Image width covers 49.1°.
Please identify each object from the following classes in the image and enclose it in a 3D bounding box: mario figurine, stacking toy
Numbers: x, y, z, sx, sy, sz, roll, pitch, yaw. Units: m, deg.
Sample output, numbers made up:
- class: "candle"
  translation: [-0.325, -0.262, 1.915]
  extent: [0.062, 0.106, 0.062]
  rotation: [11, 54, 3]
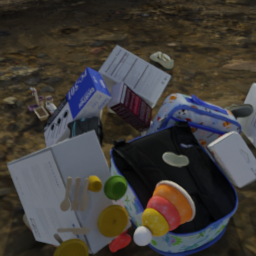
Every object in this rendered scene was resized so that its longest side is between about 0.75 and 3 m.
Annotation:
- class: "mario figurine"
  translation: [-0.573, 2.532, 7.272]
  extent: [1.511, 0.801, 0.933]
  rotation: [18, 36, 25]
- class: "stacking toy"
  translation: [0.533, 1.641, 5.094]
  extent: [0.904, 0.904, 1.238]
  rotation: [31, 48, 34]

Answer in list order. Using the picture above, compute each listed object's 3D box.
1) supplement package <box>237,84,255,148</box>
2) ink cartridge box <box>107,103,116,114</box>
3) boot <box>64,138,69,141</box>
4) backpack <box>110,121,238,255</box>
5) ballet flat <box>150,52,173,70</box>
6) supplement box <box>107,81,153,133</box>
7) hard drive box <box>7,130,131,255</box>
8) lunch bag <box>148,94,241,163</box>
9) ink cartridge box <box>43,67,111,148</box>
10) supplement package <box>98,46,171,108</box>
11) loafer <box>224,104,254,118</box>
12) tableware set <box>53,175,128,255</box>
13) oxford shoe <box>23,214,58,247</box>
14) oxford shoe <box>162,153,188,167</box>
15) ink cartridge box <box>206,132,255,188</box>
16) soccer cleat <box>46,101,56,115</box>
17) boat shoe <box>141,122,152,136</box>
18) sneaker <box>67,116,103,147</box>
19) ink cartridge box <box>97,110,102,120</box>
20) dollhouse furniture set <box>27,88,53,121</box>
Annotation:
- class: "supplement package"
  translation: [4.675, -0.120, 8.451]
  extent: [1.623, 1.563, 2.853]
  rotation: [15, 22, -2]
- class: "ink cartridge box"
  translation: [-0.198, -1.136, 12.236]
  extent: [0.948, 0.535, 1.291]
  rotation: [15, 40, 19]
- class: "boot"
  translation: [-1.911, 0.992, 8.494]
  extent: [1.654, 0.599, 1.194]
  rotation: [-51, 27, -15]
- class: "backpack"
  translation: [1.126, 1.682, 7.254]
  extent: [2.704, 2.171, 2.955]
  rotation: [-16, 45, -20]
- class: "ballet flat"
  translation: [1.889, -3.917, 15.750]
  extent: [0.661, 0.661, 1.902]
  rotation: [-21, 43, -25]
- class: "supplement box"
  translation: [0.106, -0.667, 9.325]
  extent: [0.507, 1.666, 0.907]
  rotation: [-21, 43, 38]
- class: "hard drive box"
  translation: [-1.430, 1.391, 6.053]
  extent: [1.010, 2.049, 2.629]
  rotation: [-22, 3, -40]
- class: "lunch bag"
  translation: [2.060, 0.079, 8.948]
  extent: [2.699, 2.163, 1.020]
  rotation: [15, 37, -18]
- class: "ink cartridge box"
  translation: [-1.824, -0.494, 9.504]
  extent: [0.644, 2.911, 1.369]
  rotation: [22, 31, -40]
- class: "supplement package"
  translation: [0.169, -1.722, 10.463]
  extent: [2.294, 1.341, 1.345]
  rotation: [30, 73, 2]
- class: "loafer"
  translation: [3.564, -0.614, 9.261]
  extent: [0.510, 1.357, 0.473]
  rotation: [35, 71, -18]
- class: "tableware set"
  translation: [-0.625, 1.739, 4.868]
  extent: [1.275, 1.893, 0.290]
  rotation: [8, -1, -25]
- class: "oxford shoe"
  translation: [-2.189, 2.559, 7.309]
  extent: [1.415, 0.522, 0.501]
  rotation: [25, 58, 16]
- class: "oxford shoe"
  translation: [1.014, 0.724, 6.140]
  extent: [0.801, 0.231, 0.301]
  rotation: [12, 59, -42]
- class: "ink cartridge box"
  translation: [2.588, 0.768, 6.999]
  extent: [0.666, 1.598, 1.160]
  rotation: [-32, 80, 6]
- class: "soccer cleat"
  translation: [-3.221, -0.812, 11.928]
  extent: [0.328, 0.408, 0.957]
  rotation: [-28, 45, -31]
- class: "boat shoe"
  translation: [0.800, 0.281, 9.904]
  extent: [0.693, 0.800, 1.877]
  rotation: [7, 45, -1]
- class: "sneaker"
  translation: [-1.333, 1.024, 8.346]
  extent: [1.097, 1.043, 2.768]
  rotation: [-1, 74, 3]
- class: "ink cartridge box"
  translation: [-1.430, -1.289, 11.692]
  extent: [0.689, 1.212, 1.664]
  rotation: [2, 44, 1]
- class: "dollhouse furniture set"
  translation: [-3.592, -1.115, 11.822]
  extent: [1.130, 1.012, 1.426]
  rotation: [-22, 43, -25]
